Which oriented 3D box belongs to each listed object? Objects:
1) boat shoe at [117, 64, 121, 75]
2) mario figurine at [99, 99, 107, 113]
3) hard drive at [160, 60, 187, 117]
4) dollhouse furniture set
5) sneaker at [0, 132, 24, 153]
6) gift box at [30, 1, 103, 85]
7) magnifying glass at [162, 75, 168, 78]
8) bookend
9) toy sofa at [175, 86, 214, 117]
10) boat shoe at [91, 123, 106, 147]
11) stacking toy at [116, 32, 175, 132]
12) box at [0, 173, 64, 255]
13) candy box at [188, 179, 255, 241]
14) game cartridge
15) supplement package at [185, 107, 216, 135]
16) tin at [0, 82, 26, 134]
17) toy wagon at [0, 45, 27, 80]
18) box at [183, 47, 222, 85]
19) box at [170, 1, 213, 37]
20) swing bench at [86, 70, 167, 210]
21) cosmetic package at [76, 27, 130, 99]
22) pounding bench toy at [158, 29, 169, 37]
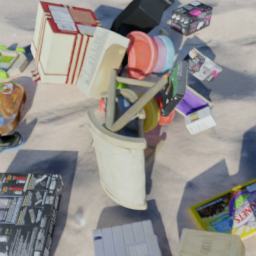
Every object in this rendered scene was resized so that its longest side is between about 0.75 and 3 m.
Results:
[{"bbox_3d":[-0.537,-1.666,8.809,0.339,0.346,0.972,37,76,-10],"label":"boat shoe"},{"bbox_3d":[-0.242,-0.571,9.145,0.901,1.049,1.700,-32,71,-30],"label":"mario figurine"},{"bbox_3d":[1.268,-1.056,7.860,0.283,1.496,1.045,10,67,-7],"label":"hard drive"},{"bbox_3d":[2.830,3.016,6.166,2.840,2.002,1.990,-6,41,35],"label":"dollhouse furniture set"},{"bbox_3d":[-4.090,0.522,8.796,1.545,0.640,0.548,-25,52,-20],"label":"sneaker"},{"bbox_3d":[-2.260,-2.780,10.180,2.357,2.385,2.554,0,50,-28],"label":"gift box"},{"bbox_3d":[1.107,-2.233,9.665,0.184,0.653,1.640,-23,93,-46],"label":"magnifying glass"},{"bbox_3d":[0.236,-3.614,10.661,1.215,2.637,2.621,31,58,-24],"label":"bookend"},{"bbox_3d":[2.004,-0.925,9.540,1.630,0.675,0.796,38,52,4],"label":"toy sofa"},{"bbox_3d":[-0.670,0.212,7.700,0.388,0.388,1.050,24,36,3],"label":"boat shoe"},{"bbox_3d":[0.468,-1.551,9.294,1.263,2.989,2.706,-8,16,-34],"label":"stacking toy"},{"bbox_3d":[-2.901,2.372,7.178,1.996,0.630,2.531,1,49,1],"label":"box"},{"bbox_3d":[2.994,2.253,7.495,2.465,0.326,1.260,-18,54,-15],"label":"candy box"},{"bbox_3d":[0.089,3.450,6.400,1.605,0.475,2.477,-5,49,-10],"label":"game cartridge"},{"bbox_3d":[2.313,-0.222,9.016,0.844,0.462,0.480,-25,34,23],"label":"supplement package"},{"bbox_3d":[-4.480,-0.742,10.039,1.347,0.504,2.405,2,49,-4],"label":"tin"},{"bbox_3d":[-5.520,-2.792,11.823,2.359,0.467,1.830,8,49,7],"label":"toy wagon"},{"bbox_3d":[2.491,-2.065,9.489,1.243,0.713,0.821,7,37,-54],"label":"box"},{"bbox_3d":[3.087,-5.356,13.713,1.734,0.995,1.145,-31,54,-26],"label":"box"},{"bbox_3d":[-0.031,0.309,7.513,1.703,2.612,2.626,10,45,14],"label":"swing bench"},{"bbox_3d":[-0.764,-1.848,8.089,0.663,1.864,0.981,12,20,-37],"label":"cosmetic package"},{"bbox_3d":[0.903,-3.239,11.287,1.154,0.919,1.480,27,89,54],"label":"pounding bench toy"}]
